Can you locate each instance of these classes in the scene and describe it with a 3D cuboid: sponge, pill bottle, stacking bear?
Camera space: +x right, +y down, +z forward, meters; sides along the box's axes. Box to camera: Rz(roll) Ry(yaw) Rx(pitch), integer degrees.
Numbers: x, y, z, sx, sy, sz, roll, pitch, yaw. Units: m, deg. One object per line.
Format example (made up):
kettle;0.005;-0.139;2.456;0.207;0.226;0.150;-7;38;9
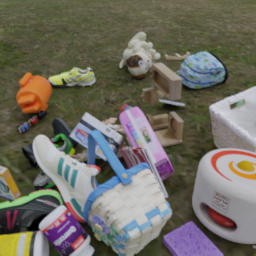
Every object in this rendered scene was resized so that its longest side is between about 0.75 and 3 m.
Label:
sponge;1.594;2.877;6.237;0.880;0.235;1.577;-20;39;-25
pill bottle;-1.279;2.303;5.954;1.194;0.671;0.671;50;46;-1
stacking bear;0.138;-0.538;10.782;0.829;0.471;0.503;31;40;22
pill bottle;-2.573;2.724;5.811;1.673;0.956;0.956;-4;34;-7

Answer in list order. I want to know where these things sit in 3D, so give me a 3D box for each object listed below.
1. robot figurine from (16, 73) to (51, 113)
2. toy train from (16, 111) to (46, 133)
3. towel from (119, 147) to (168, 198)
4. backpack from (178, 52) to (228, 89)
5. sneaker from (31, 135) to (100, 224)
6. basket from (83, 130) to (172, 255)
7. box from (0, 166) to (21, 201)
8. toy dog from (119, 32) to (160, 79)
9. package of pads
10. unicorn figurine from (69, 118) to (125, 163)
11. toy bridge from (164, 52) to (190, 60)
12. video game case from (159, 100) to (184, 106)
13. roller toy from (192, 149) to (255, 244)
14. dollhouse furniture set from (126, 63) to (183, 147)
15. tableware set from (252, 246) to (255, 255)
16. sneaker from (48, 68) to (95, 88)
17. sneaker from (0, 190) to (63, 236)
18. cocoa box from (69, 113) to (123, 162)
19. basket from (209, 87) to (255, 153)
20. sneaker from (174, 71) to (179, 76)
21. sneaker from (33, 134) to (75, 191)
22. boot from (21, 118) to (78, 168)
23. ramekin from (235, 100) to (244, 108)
robot figurine;-3.743;-1.366;11.229;1.386;1.124;1.927;32;31;-19
toy train;-3.661;-0.240;10.712;0.344;0.257;1.504;13;37;24
towel;0.330;1.106;7.228;0.205;1.297;1.801;-27;5;-17
backpack;3.492;-2.766;13.510;2.287;1.758;1.866;-25;62;-14
sneaker;-1.344;1.066;7.030;1.159;2.479;0.873;-34;-5;5
basket;-0.280;1.498;6.439;1.722;2.183;2.476;-21;55;-22
box;-3.000;1.319;6.675;0.656;1.103;0.229;13;45;20
toy dog;0.483;-3.634;14.634;2.276;1.638;2.347;-21;36;11
package of pads;0.517;0.501;8.367;0.790;1.258;2.088;-29;55;3
unicorn figurine;-0.898;0.538;9.266;1.571;0.845;2.287;-9;26;4
toy bridge;2.981;-4.266;16.795;1.644;0.224;0.553;-11;37;-16
video game case;1.828;-1.053;11.796;0.865;0.101;0.786;16;10;34
roller toy;2.696;1.516;6.761;2.092;1.603;2.293;3;26;-1
dollhouse furniture set;0.693;-0.784;9.872;1.830;2.245;2.135;-11;34;-15
tableware set;3.119;3.191;5.755;1.128;0.257;1.675;13;36;19
sneaker;-2.746;-2.497;13.624;2.230;0.852;0.841;-6;36;-9
sneaker;-2.645;2.249;6.531;2.333;0.895;0.978;-23;60;-9
cocoa box;-0.940;0.311;8.517;1.339;0.893;0.879;34;83;5
basket;4.003;0.071;8.752;2.141;1.738;2.161;-23;39;-11
sneaker;2.442;-2.608;14.168;1.233;0.413;0.553;-12;39;-30
sneaker;-2.293;0.998;8.287;0.763;0.833;1.955;-6;40;22
boot;-2.766;0.444;9.435;1.718;0.564;1.416;-30;54;-32
ramekin;4.468;-0.596;10.375;1.047;1.047;0.511;1;26;2
